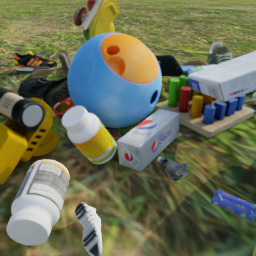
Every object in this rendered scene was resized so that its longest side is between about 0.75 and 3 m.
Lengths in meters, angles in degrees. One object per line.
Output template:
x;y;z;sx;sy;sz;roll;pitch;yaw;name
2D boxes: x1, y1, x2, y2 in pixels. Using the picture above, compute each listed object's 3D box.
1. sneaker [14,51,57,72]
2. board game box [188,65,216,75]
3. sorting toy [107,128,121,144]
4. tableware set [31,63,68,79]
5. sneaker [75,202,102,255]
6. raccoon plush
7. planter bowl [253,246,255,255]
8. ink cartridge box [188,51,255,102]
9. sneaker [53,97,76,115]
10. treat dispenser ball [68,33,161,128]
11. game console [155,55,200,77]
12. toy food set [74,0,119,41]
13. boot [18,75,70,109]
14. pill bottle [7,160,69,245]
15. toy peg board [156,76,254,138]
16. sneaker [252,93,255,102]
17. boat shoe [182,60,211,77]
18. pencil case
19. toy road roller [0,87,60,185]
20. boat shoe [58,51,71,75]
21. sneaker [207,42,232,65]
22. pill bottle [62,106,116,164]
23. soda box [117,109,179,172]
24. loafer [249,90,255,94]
-4.122;-2.983;12.407;1.870;0.842;0.654;-2;31;-3;sneaker
2.591;-1.654;8.840;1.136;0.208;0.859;-12;46;-29;board game box
-0.583;0.176;7.683;1.386;0.234;0.668;-5;30;-8;sorting toy
-2.386;-1.867;8.956;1.375;0.276;0.909;-9;-3;-30;tableware set
-0.607;1.762;4.905;0.400;0.370;0.986;32;22;-44;sneaker
0.909;0.794;5.841;0.753;0.505;0.364;27;63;18;raccoon plush
2.850;1.959;3.486;2.255;0.939;2.255;0;45;0;planter bowl
2.986;-1.430;7.005;2.422;0.525;2.378;-19;15;1;ink cartridge box
-1.789;-0.744;8.704;1.207;0.465;0.512;-34;10;-3;sneaker
-0.370;-1.306;7.874;2.608;2.608;2.608;0;31;0;treat dispenser ball
1.510;-2.386;10.219;1.654;1.455;0.963;13;66;49;game console
-1.077;-3.511;8.933;0.848;1.527;2.595;30;3;7;toy food set
-2.599;-1.508;9.941;1.616;0.814;2.162;19;36;29;boot
-1.589;1.297;5.058;0.824;0.824;1.416;1;34;1;pill bottle
2.409;-0.938;8.722;2.212;1.082;2.203;-22;36;-32;toy peg board
4.716;-0.810;9.070;1.366;0.517;0.718;16;35;24;sneaker
2.737;-1.940;10.549;0.854;0.904;2.512;-21;31;-25;boat shoe
1.875;1.355;4.957;0.776;0.337;0.303;20;69;27;pencil case
-2.675;0.316;6.661;1.415;1.681;2.303;22;74;34;toy road roller
-1.816;-1.925;8.327;0.285;0.765;0.281;21;55;20;boat shoe
3.795;-2.692;11.484;0.954;1.277;2.844;2;31;3;sneaker
-0.891;0.162;6.412;0.772;1.390;0.772;-16;47;17;pill bottle
0.577;0.236;7.105;0.639;0.687;2.013;15;34;32;soda box
4.739;-1.478;10.213;1.349;0.479;0.493;22;37;30;loafer
